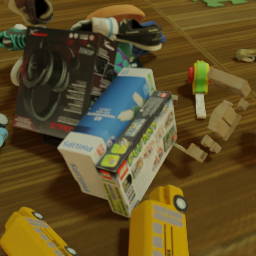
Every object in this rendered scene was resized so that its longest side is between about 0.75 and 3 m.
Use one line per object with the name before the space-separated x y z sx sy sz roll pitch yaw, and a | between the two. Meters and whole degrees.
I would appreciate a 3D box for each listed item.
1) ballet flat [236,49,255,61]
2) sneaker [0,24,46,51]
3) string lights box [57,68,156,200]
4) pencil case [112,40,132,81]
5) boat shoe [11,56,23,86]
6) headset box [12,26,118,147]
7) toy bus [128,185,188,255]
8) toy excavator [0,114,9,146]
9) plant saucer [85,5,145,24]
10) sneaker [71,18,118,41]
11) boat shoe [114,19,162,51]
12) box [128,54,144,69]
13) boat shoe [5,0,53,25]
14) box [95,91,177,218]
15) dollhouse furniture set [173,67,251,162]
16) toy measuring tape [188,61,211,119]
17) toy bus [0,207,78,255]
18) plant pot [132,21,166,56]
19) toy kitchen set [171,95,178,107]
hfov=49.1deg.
ballet flat | 4.565 -2.610 10.116 1.303 0.460 0.460 -2 44 -3
sneaker | -3.199 -2.603 8.462 2.285 0.886 1.042 16 36 40
string lights box | -0.248 0.014 6.459 0.842 1.467 2.855 9 47 28
pencil case | -0.540 -2.027 8.381 1.143 1.053 2.474 25 42 -12
boat shoe | -2.500 -2.095 9.155 0.862 0.957 2.707 26 49 27
headset box | -1.558 -0.904 6.861 2.038 2.739 1.058 13 5 21
toy bus | 0.514 2.071 4.802 0.893 0.742 2.281 22 45 -19
toy excavator | -3.467 0.424 6.440 0.811 1.579 1.624 -32 68 21
plant saucer | -0.578 -4.096 10.578 2.392 0.448 2.392 -12 7 2
sneaker | -1.363 -2.600 7.986 0.961 2.219 0.832 -4 80 -47
boat shoe | 0.068 -2.839 8.098 2.063 0.698 0.741 25 46 28
box | -0.417 -1.823 9.258 1.815 0.417 1.443 -10 45 -10
boat shoe | -2.310 -3.049 7.154 0.734 0.814 2.264 18 7 1
box | 0.340 0.469 6.172 0.450 1.427 2.592 11 44 30
dollhouse furniture set | 1.944 -0.221 6.566 0.871 1.020 1.968 33 95 35
toy measuring tape | 2.154 -1.298 8.286 0.792 0.792 2.153 5 53 5
toy bus | -1.464 2.062 4.648 1.883 0.737 0.613 30 82 32
plant pot | 0.615 -3.204 9.996 0.960 0.960 0.863 -30 96 -38
toy kitchen set | 1.032 -0.748 8.015 0.702 0.634 0.778 10 46 9
